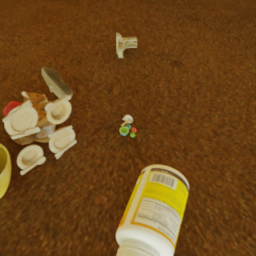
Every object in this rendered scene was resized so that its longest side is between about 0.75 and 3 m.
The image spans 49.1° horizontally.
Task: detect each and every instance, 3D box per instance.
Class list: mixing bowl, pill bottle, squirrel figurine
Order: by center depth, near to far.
[{"bbox_3d":[0.669,2.581,7.871,1.588,1.588,2.907,15,47,15],"label":"pill bottle"},{"bbox_3d":[-3.812,-0.435,10.889,2.159,1.528,2.015,-27,62,-11],"label":"squirrel figurine"},{"bbox_3d":[-4.778,-0.726,11.595,0.531,0.980,0.980,38,47,-10],"label":"mixing bowl"}]

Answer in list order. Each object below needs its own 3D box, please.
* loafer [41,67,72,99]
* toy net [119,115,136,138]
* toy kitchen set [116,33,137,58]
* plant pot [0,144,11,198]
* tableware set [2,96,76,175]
[{"bbox_3d":[-3.362,-1.972,12.812,1.958,0.669,0.741,50,35,14],"label":"loafer"},{"bbox_3d":[0.025,-0.144,11.579,0.653,0.240,1.244,4,48,4],"label":"toy net"},{"bbox_3d":[-0.056,-4.779,15.747,1.212,1.096,1.343,-5,45,-5],"label":"toy kitchen set"},{"bbox_3d":[-4.637,1.631,8.953,2.016,1.431,2.016,-1,45,1],"label":"plant pot"},{"bbox_3d":[-2.809,0.175,9.427,2.348,2.810,0.326,-29,48,-33],"label":"tableware set"}]
